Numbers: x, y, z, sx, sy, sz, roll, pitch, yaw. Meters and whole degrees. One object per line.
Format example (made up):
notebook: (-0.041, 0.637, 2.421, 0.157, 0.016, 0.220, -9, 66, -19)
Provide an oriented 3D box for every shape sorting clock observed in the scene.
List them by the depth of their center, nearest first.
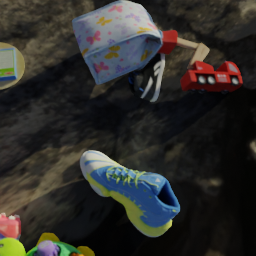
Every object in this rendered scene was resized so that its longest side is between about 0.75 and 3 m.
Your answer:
shape sorting clock: (-4.095, -1.948, 8.859, 1.589, 0.312, 1.589, 1, 73, -4)

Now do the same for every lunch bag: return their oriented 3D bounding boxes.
lunch bag: (-0.272, -2.597, 8.267, 2.260, 1.437, 1.916, -24, 56, 2)

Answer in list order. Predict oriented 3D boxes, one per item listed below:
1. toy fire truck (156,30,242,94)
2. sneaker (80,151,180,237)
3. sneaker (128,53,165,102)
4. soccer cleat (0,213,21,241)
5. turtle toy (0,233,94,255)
toy fire truck: (2.104, -1.951, 8.404, 2.497, 0.609, 1.761, -1, 71, -18)
sneaker: (0.138, 1.329, 7.017, 2.866, 1.505, 1.085, 42, 36, 4)
sneaker: (0.521, -1.725, 8.478, 0.972, 0.635, 1.737, 14, 71, -17)
soccer cleat: (-3.918, 2.553, 7.080, 2.377, 0.793, 0.909, 6, 76, 0)
turtle toy: (-1.936, 3.271, 6.239, 2.518, 1.273, 1.835, 23, 60, -2)
